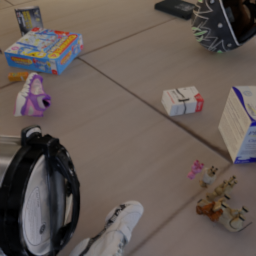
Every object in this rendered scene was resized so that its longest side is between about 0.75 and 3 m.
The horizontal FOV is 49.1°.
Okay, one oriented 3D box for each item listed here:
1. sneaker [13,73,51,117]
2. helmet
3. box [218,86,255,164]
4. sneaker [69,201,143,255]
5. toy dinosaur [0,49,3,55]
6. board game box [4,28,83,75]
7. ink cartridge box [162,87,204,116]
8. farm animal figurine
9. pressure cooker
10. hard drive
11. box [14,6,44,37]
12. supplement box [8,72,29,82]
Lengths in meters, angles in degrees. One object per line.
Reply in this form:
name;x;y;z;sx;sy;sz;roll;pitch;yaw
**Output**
sneaker;-3.210;-1.084;9.835;1.053;0.958;2.383;14;33;-14
helmet;4.144;-4.680;12.088;2.851;2.991;2.991;-29;48;-1
box;3.456;-0.095;8.163;0.892;1.700;1.563;-2;44;-3
sneaker;-0.197;2.531;5.941;2.049;0.770;1.177;-38;39;-24
toy dinosaur;-6.163;-2.797;10.824;2.383;2.626;1.379;-23;17;-17
board game box;-3.617;-3.454;12.361;2.443;0.697;2.495;12;45;12
ink cartridge box;1.909;-0.953;9.916;1.220;0.511;0.880;-10;45;-10
farm animal figurine;2.128;1.738;7.009;1.350;0.841;1.672;13;39;-13
pressure cooker;-2.387;1.362;5.882;2.880;2.533;2.572;4;56;11
hard drive;2.920;-6.901;16.154;1.652;0.389;2.368;-35;54;-30
box;-4.705;-5.039;13.488;1.132;1.430;0.346;-15;44;-17
supplement box;-4.391;-2.051;11.221;0.764;0.263;0.254;-6;52;0
